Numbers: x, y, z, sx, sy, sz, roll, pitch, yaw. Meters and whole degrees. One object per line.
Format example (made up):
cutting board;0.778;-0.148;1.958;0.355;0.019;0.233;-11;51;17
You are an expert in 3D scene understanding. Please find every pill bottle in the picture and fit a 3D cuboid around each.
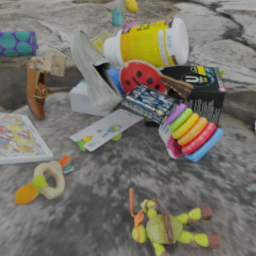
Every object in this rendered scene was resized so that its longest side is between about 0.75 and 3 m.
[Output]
pill bottle;0.512;-2.398;8.374;2.370;1.295;1.295;-3;34;24

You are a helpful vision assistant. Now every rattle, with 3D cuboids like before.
rattle;-2.183;1.405;7.543;0.966;1.059;1.483;34;23;-11

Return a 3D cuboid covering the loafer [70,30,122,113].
loafer;-0.920;-1.759;8.212;0.922;2.642;0.924;-27;-8;26

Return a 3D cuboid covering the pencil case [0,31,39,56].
pencil case;-6.076;-4.193;14.065;2.861;1.217;1.322;-5;-5;-8

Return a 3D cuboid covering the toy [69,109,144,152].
toy;-0.641;0.145;8.928;2.134;0.504;1.229;-29;35;-32

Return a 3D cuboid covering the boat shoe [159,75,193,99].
boat shoe;1.170;-1.076;7.324;0.410;0.410;1.165;17;12;-36

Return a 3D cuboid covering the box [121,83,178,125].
box;0.574;-0.643;7.233;1.191;0.274;0.947;28;43;17

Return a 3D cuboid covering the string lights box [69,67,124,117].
string lights box;-0.959;-1.673;11.058;1.506;0.864;2.931;11;39;13

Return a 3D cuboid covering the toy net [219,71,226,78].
toy net;3.251;-2.039;11.971;1.126;0.414;2.146;31;49;30

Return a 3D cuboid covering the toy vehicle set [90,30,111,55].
toy vehicle set;-0.968;-2.841;9.627;0.940;0.584;0.125;-32;10;11

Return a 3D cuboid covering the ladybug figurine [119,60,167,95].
ladybug figurine;0.451;-1.216;8.150;1.198;1.765;0.635;-37;32;23

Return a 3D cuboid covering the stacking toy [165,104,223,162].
stacking toy;1.467;-0.192;7.855;1.178;1.246;2.147;-45;87;-1

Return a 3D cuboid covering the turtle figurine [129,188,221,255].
turtle figurine;0.891;2.137;6.153;1.946;0.777;2.413;-5;38;-6

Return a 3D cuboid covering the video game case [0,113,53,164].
video game case;-3.110;0.232;7.445;1.699;0.214;1.867;49;21;22

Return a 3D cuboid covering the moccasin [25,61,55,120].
moccasin;-3.125;-1.345;9.966;0.841;0.796;2.177;-8;71;4

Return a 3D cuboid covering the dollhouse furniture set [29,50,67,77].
dollhouse furniture set;-2.361;-1.948;8.226;0.750;0.641;1.448;11;5;-1

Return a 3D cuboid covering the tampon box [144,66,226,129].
tampon box;1.859;-1.108;9.752;2.480;1.565;1.858;3;38;4

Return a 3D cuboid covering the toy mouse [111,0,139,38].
toy mouse;-0.101;-3.739;9.874;0.328;1.693;1.505;36;89;34

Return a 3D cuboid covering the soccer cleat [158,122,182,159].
soccer cleat;1.280;0.258;8.680;0.712;0.576;1.649;-26;48;38
